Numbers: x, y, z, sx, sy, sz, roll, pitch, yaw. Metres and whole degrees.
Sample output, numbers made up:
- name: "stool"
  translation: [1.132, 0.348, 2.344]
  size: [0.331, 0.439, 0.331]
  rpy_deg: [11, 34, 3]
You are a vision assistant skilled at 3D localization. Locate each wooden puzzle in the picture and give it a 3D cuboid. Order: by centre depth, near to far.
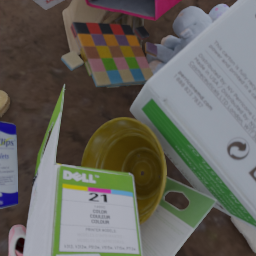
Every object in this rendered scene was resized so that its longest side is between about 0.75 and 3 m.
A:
- name: "wooden puzzle"
  translation: [-0.249, -1.387, 5.281]
  size: [2.240, 0.157, 1.328]
  rpy_deg: [-12, 73, -36]
- name: "wooden puzzle"
  translation: [-1.150, -3.775, 8.670]
  size: [0.452, 2.427, 2.245]
  rpy_deg: [12, 51, -41]

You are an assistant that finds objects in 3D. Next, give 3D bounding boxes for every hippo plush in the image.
- name: "hippo plush"
  translation: [1.503, -2.127, 7.743]
  size: [1.934, 1.952, 2.428]
  rpy_deg: [-7, 63, -4]

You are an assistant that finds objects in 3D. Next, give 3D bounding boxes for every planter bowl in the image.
- name: "planter bowl"
  translation: [0.060, 0.764, 4.797]
  size: [1.799, 0.749, 1.799]
  rpy_deg: [-9, 76, 38]

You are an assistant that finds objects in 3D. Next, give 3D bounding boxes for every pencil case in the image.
- name: "pencil case"
  translation: [3.298, -3.177, 8.984]
  size: [0.786, 0.721, 1.734]
  rpy_deg: [-39, 65, 22]

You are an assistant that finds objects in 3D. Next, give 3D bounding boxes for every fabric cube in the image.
- name: "fabric cube"
  translation: [0.286, -3.807, 5.861]
  size: [2.074, 2.035, 2.067]
  rpy_deg: [25, 56, 29]

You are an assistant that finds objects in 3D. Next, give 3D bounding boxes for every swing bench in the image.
- name: "swing bench"
  translation: [-0.170, -2.505, 8.061]
  size: [1.138, 1.744, 1.754]
  rpy_deg: [21, 65, 10]

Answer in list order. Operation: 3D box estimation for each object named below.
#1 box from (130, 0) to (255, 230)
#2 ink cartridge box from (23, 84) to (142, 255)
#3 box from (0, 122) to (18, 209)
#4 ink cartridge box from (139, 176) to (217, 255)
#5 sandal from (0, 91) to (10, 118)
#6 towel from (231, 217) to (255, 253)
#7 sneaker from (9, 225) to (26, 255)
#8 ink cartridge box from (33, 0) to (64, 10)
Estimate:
- name: "box"
  translation: [1.877, -0.316, 4.573]
  size: [2.665, 2.282, 2.651]
  rpy_deg: [-41, 90, -6]
- name: "ink cartridge box"
  translation: [-0.781, 1.068, 4.024]
  size: [1.046, 2.040, 2.761]
  rpy_deg: [12, 48, -21]
- name: "box"
  translation: [-2.563, 0.644, 4.693]
  size: [1.275, 0.727, 1.386]
  rpy_deg: [-8, 82, 25]
- name: "ink cartridge box"
  translation: [0.382, 1.893, 4.521]
  size: [2.192, 1.595, 0.526]
  rpy_deg: [-43, 108, -13]
- name: "sandal"
  translation: [-4.153, -0.083, 7.316]
  size: [0.963, 0.864, 2.626]
  rpy_deg: [22, 65, 11]
- name: "towel"
  translation: [3.171, 2.139, 6.538]
  size: [1.375, 0.237, 0.911]
  rpy_deg: [-26, 65, -15]
- name: "sneaker"
  translation: [-1.743, 2.171, 4.583]
  size: [0.396, 0.549, 1.051]
  rpy_deg: [-6, 91, -29]
- name: "ink cartridge box"
  translation: [-2.079, -4.212, 6.497]
  size: [1.932, 2.668, 1.120]
  rpy_deg: [-18, 78, 19]
